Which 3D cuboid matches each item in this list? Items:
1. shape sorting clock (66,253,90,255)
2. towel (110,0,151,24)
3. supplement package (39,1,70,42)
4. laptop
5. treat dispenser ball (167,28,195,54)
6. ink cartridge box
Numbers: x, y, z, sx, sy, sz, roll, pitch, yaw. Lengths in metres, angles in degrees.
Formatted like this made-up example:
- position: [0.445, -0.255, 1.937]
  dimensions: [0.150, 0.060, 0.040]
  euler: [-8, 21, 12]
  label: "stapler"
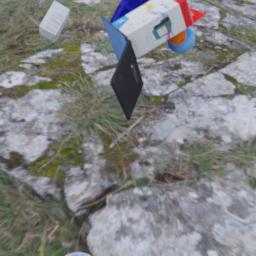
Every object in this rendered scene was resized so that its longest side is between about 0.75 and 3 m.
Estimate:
- position: [-1.333, 3.845, 6.991]
  dimensions: [1.432, 0.281, 1.432]
  euler: [0, 42, 0]
  label: "shape sorting clock"
- position: [0.152, -4.780, 11.554]
  dimensions: [1.252, 1.696, 0.420]
  euler: [27, 21, -17]
  label: "towel"
- position: [-2.325, -3.342, 8.841]
  dimensions: [0.547, 0.568, 0.998]
  euler: [27, 76, -12]
  label: "supplement package"
- position: [-0.440, -2.018, 9.725]
  dimensions: [1.497, 2.418, 2.582]
  euler: [13, 68, 20]
  label: "laptop"
- position: [2.106, -3.526, 11.186]
  dimensions: [1.091, 1.091, 1.091]
  euler: [0, 42, 0]
  label: "treat dispenser ball"
- position: [1.087, -3.908, 10.142]
  dimensions: [2.959, 0.995, 1.719]
  euler: [-32, 39, -1]
  label: "ink cartridge box"
